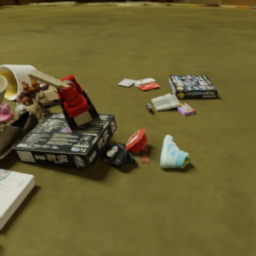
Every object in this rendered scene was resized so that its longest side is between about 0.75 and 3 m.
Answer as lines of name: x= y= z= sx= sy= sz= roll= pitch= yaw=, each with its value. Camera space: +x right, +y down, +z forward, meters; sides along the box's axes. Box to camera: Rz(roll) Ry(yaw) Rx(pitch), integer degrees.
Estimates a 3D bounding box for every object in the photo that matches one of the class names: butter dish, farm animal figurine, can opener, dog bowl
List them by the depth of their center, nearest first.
can opener: x=-0.798 y=0.761 z=9.609 sx=2.250 sy=0.885 sz=0.713 roll=20 pitch=68 yaw=38
butter dish: x=0.388 y=0.565 z=9.899 sx=0.631 sy=0.854 sz=0.851 roll=45 pitch=29 yaw=-11
farm animal figurine: x=-3.683 y=-0.830 z=11.147 sx=2.580 sy=1.297 sz=2.083 roll=-30 pitch=-10 yaw=39
dog bowl: x=-5.248 y=-0.318 z=11.472 sx=1.269 sy=0.468 sz=1.269 roll=-1 pitch=31 yaw=0

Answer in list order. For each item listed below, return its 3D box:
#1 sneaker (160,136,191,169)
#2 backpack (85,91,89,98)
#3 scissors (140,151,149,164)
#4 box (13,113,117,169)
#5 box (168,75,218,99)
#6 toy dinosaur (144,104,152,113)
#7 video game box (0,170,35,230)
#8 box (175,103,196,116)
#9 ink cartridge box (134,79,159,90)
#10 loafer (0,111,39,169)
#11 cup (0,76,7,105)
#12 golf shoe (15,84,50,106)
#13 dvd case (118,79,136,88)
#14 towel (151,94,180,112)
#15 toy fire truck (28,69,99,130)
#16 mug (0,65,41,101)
sneaker: x=1.632 y=0.841 z=9.444 sx=0.968 sy=0.590 sz=1.483 roll=5 pitch=40 yaw=12
backpack: x=-2.251 y=-1.033 z=11.871 sx=1.042 sy=1.353 sz=1.289 roll=17 pitch=71 yaw=12
scissors: x=0.568 y=0.988 z=9.705 sx=0.284 sy=0.054 sz=0.775 roll=-1 pitch=30 yaw=2
box: x=-2.082 y=0.330 z=9.599 sx=2.815 sy=0.613 sz=2.255 roll=2 pitch=35 yaw=22
box: x=3.273 y=-2.142 z=14.479 sx=2.094 sy=0.524 sz=2.110 roll=-2 pitch=31 yaw=-2
toy dinosaur: x=0.944 y=-0.919 z=12.550 sx=0.298 sy=0.396 sz=0.775 roll=-5 pitch=32 yaw=-8
video game box: x=-3.815 y=1.904 z=7.770 sx=1.682 sy=0.432 sz=1.846 roll=11 pitch=33 yaw=11
box: x=2.565 y=-0.838 z=12.628 sx=0.585 sy=0.167 sz=0.855 roll=-12 pitch=33 yaw=-19
ink cartridge box: x=0.997 y=-2.349 z=14.967 sx=1.061 sy=0.237 sz=0.935 roll=-16 pitch=28 yaw=-25
loafer: x=-4.130 y=0.327 z=9.694 sx=0.967 sy=0.945 sz=2.650 roll=10 pitch=43 yaw=16
cup: x=-5.161 y=-1.104 z=9.914 sx=1.643 sy=1.175 sz=1.643 roll=11 pitch=36 yaw=-8
golf shoe: x=-4.135 y=-1.614 z=13.172 sx=2.286 sy=0.830 sz=1.053 roll=-15 pitch=13 yaw=-31
dvd case: x=-0.048 y=-2.464 z=15.442 sx=0.677 sy=0.083 sz=0.948 roll=12 pitch=33 yaw=20
towel: x=1.742 y=-1.195 z=13.015 sx=1.160 sy=0.200 sz=1.117 roll=-14 pitch=32 yaw=-2
toy fire truck: x=-2.174 y=-1.238 z=9.323 sx=1.423 sy=2.212 sz=1.947 roll=-25 pitch=34 yaw=-7
mug: x=-5.478 y=-2.445 z=14.013 sx=2.090 sy=1.674 sz=1.716 roll=24 pitch=30 yaw=24
